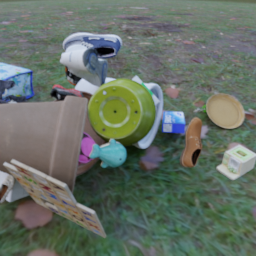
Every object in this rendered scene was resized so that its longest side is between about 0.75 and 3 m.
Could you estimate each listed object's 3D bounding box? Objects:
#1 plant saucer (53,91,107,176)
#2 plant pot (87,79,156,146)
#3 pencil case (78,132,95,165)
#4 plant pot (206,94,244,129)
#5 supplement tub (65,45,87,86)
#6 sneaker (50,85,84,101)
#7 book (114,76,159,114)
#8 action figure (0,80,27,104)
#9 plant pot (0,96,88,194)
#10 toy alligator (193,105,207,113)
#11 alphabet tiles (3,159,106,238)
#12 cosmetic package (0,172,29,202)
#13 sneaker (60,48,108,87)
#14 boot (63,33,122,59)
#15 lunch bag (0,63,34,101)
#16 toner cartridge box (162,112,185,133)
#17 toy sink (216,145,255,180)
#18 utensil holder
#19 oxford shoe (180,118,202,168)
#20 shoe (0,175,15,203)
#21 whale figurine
[{"bbox_3d":[-1.748,0.214,9.107,2.841,2.841,0.520,21,-5,30],"label":"plant saucer"},{"bbox_3d":[-0.249,-0.403,7.204,1.956,1.956,1.884,3,3,5],"label":"plant pot"},{"bbox_3d":[-1.413,0.701,6.793,1.738,0.814,0.789,-30,15,51],"label":"pencil case"},{"bbox_3d":[3.950,-0.670,11.503,1.634,0.225,1.634,3,64,-7],"label":"plant pot"},{"bbox_3d":[-2.006,-2.421,11.097,0.973,1.588,0.973,5,62,-10],"label":"supplement tub"},{"bbox_3d":[-1.677,-0.874,7.539,0.942,0.333,0.460,15,37,11],"label":"sneaker"},{"bbox_3d":[0.012,-0.625,8.281,1.562,1.043,0.375,-44,4,-7],"label":"book"},{"bbox_3d":[-3.918,-0.238,8.949,1.452,1.692,2.846,-24,48,-2],"label":"action figure"},{"bbox_3d":[-2.258,0.322,6.850,2.212,2.536,2.536,9,31,-8],"label":"plant pot"},{"bbox_3d":[3.665,-0.816,12.065,2.217,0.657,0.601,-25,80,-34],"label":"toy alligator"},{"bbox_3d":[-1.556,1.555,6.067,2.102,2.515,0.095,20,58,19],"label":"alphabet tiles"},{"bbox_3d":[-3.083,1.312,7.890,0.962,0.963,1.167,22,15,26],"label":"cosmetic package"},{"bbox_3d":[-1.237,-1.821,8.477,0.986,0.843,2.264,8,-10,13],"label":"sneaker"},{"bbox_3d":[-1.588,-3.332,11.521,2.559,0.931,1.156,-2,33,10],"label":"boot"},{"bbox_3d":[-6.008,-1.941,12.858,2.162,1.621,2.543,15,25,22],"label":"lunch bag"},{"bbox_3d":[1.678,-0.232,10.461,0.790,0.359,1.663,4,18,7],"label":"toner cartridge box"},{"bbox_3d":[3.467,1.079,8.970,1.063,0.596,0.693,-20,37,-29],"label":"toy sink"},{"bbox_3d":[-0.398,-0.675,10.207,2.701,2.295,2.295,14,35,23],"label":"utensil holder"},{"bbox_3d":[1.705,0.374,7.068,0.466,1.308,0.466,16,-8,-28],"label":"oxford shoe"},{"bbox_3d":[-3.015,1.496,6.908,0.264,0.202,0.755,21,71,-6],"label":"shoe"},{"bbox_3d":[-0.397,0.572,5.941,0.839,0.667,0.435,14,11,-41],"label":"whale figurine"}]
